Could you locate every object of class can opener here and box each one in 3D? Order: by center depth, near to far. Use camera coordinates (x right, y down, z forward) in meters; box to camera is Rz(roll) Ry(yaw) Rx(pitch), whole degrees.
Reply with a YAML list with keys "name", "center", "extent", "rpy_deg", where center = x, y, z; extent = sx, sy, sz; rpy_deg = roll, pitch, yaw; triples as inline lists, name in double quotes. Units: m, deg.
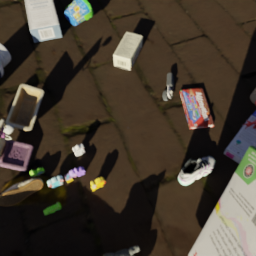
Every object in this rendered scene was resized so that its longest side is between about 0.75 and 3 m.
- name: "can opener"
  center: [1.281, -1.328, 8.923]
  extent: [0.348, 0.276, 1.048]
  rpy_deg: [-8, 50, 26]

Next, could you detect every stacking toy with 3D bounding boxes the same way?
- name: "stacking toy"
  center: [-1.597, 1.282, 7.221]
  extent: [1.667, 0.392, 1.257]
  rpy_deg: [-26, 61, -15]

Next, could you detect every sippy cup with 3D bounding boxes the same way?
- name: "sippy cup"
  center: [-1.913, -4.359, 10.592]
  extent: [0.840, 1.146, 0.900]
  rpy_deg: [-47, 109, -14]

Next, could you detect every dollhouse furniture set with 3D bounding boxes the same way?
- name: "dollhouse furniture set"
  center: [-3.203, -0.461, 7.133]
  extent: [1.928, 1.727, 2.433]
  rpy_deg: [16, 60, -14]

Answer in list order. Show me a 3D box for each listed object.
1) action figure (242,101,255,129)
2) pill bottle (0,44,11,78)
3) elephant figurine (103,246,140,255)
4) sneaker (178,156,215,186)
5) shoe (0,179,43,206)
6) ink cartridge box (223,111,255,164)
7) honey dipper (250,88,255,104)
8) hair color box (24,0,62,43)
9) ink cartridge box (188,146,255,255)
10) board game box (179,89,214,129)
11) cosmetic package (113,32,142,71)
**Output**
- name: "action figure"
  center: [3.737, 0.090, 7.531]
  extent: [1.826, 0.904, 0.596]
  rpy_deg: [56, 24, -10]
- name: "pill bottle"
  center: [-4.637, -1.754, 8.660]
  extent: [1.211, 1.211, 2.023]
  rpy_deg: [22, 60, 13]
- name: "elephant figurine"
  center: [-0.148, 3.215, 5.767]
  extent: [0.848, 0.930, 1.198]
  rpy_deg: [-3, 55, -16]
- name: "sneaker"
  center: [1.815, 0.960, 7.148]
  extent: [1.177, 0.823, 0.458]
  rpy_deg: [-33, 59, -19]
- name: "shoe"
  center: [-2.716, 1.605, 7.078]
  extent: [1.167, 0.408, 0.311]
  rpy_deg: [-24, 23, -13]
- name: "ink cartridge box"
  center: [3.586, 0.359, 7.826]
  extent: [1.047, 0.368, 1.755]
  rpy_deg: [35, 67, 20]
- name: "honey dipper"
  center: [4.787, -1.830, 9.055]
  extent: [0.541, 0.541, 2.846]
  rpy_deg: [32, 65, 19]
- name: "hair color box"
  center: [-3.232, -4.222, 10.575]
  extent: [1.043, 0.639, 2.108]
  rpy_deg: [-14, 59, -9]
- name: "ink cartridge box"
  center: [2.369, 2.032, 4.899]
  extent: [1.200, 2.070, 2.858]
  rpy_deg: [23, 101, -6]
- name: "board game box"
  center: [2.080, -0.606, 8.573]
  extent: [0.723, 0.137, 1.405]
  rpy_deg: [-5, 58, -4]
- name: "cosmetic package"
  center: [0.004, -2.639, 9.625]
  extent: [0.641, 0.541, 1.240]
  rpy_deg: [18, 60, 12]
